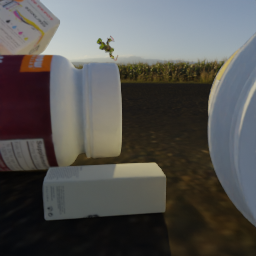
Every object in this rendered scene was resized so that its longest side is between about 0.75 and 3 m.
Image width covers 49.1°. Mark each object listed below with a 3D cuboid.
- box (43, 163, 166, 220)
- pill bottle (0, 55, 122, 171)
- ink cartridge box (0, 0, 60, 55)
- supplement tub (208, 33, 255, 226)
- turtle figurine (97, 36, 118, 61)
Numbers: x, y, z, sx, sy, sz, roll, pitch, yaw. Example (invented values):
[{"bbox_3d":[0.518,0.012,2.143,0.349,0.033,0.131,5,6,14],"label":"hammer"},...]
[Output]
[{"bbox_3d":[-0.247,0.658,3.017,1.235,0.422,0.508,-1,11,-6],"label":"box"},{"bbox_3d":[-1.625,-0.214,4.118,2.962,1.691,1.691,-2,11,-7],"label":"pill bottle"},{"bbox_3d":[-2.886,-2.338,6.891,1.315,1.339,1.819,-33,18,47],"label":"ink cartridge box"},{"bbox_3d":[1.805,-0.090,2.661,2.026,2.026,2.787,3,11,15],"label":"supplement tub"},{"bbox_3d":[-0.937,-3.594,12.345,0.409,1.269,1.023,-17,-15,33],"label":"turtle figurine"}]
